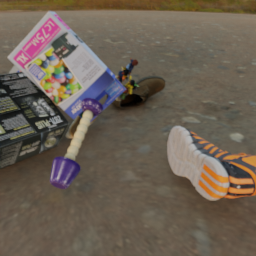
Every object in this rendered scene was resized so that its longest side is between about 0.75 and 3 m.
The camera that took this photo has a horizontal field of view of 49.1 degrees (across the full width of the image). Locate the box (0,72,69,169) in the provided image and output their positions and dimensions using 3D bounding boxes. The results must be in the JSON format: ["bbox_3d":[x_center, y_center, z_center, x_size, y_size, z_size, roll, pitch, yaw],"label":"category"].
[{"bbox_3d":[-3.539,-0.221,7.809,2.322,1.221,2.835,49,41,14],"label":"box"}]

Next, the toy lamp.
[{"bbox_3d":[-1.267,0.355,6.979,0.699,0.699,2.402,9,55,16],"label":"toy lamp"}]

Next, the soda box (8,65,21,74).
[{"bbox_3d":[-3.904,-1.509,9.718,0.697,2.041,0.647,34,-2,-15],"label":"soda box"}]

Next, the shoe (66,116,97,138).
[{"bbox_3d":[-1.578,-0.205,9.550,0.429,0.563,1.609,-31,17,46],"label":"shoe"}]

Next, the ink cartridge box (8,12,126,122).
[{"bbox_3d":[-1.674,-1.551,8.038,1.772,2.970,0.623,-41,18,14],"label":"ink cartridge box"}]

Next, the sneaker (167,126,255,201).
[{"bbox_3d":[2.140,0.867,7.001,1.661,1.150,2.964,6,22,-18],"label":"sneaker"}]

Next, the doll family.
[{"bbox_3d":[-0.041,-1.794,10.255,0.667,1.700,0.983,1,-16,-24],"label":"doll family"}]

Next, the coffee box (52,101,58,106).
[{"bbox_3d":[-3.563,-1.521,11.689,2.069,1.183,0.825,-8,31,-12],"label":"coffee box"}]

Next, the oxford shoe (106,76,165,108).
[{"bbox_3d":[0.560,-1.387,11.794,2.714,0.986,1.146,-24,42,-21],"label":"oxford shoe"}]
